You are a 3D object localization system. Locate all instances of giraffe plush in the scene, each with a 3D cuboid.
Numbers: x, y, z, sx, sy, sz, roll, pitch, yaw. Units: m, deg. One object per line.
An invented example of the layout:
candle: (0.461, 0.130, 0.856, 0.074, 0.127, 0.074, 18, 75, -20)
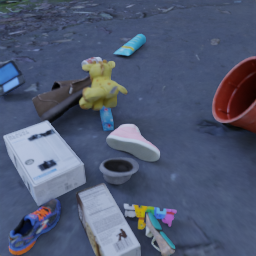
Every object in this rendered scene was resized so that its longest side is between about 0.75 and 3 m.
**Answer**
giraffe plush: (-0.860, -1.403, 8.589, 1.333, 1.545, 1.253, 1, 65, -40)

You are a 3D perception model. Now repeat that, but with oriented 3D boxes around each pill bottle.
pill bottle: (-1.574, -2.828, 12.323, 0.475, 0.475, 0.848, 29, 44, 33)

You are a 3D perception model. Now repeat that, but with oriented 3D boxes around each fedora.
fedora: (-0.236, 1.111, 7.007, 0.966, 0.436, 0.855, -6, 25, -27)

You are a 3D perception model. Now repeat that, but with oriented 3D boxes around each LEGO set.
LEGO set: (0.421, 1.912, 5.945, 1.149, 0.438, 0.472, 4, 75, 13)

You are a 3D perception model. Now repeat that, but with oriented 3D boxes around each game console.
game console: (-4.451, -1.811, 10.263, 1.064, 0.630, 0.909, -32, 47, -2)

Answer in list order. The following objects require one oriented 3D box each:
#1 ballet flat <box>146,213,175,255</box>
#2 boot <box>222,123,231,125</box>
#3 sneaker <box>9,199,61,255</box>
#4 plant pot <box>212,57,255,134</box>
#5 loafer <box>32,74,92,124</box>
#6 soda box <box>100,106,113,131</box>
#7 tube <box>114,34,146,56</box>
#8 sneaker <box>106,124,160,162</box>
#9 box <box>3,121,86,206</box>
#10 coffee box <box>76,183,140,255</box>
ballet flat: (0.549, 2.134, 5.592, 0.329, 0.333, 0.977, -48, 39, 7)
boot: (3.855, -0.918, 8.946, 1.852, 0.608, 1.527, -7, 79, 3)
sneaker: (-1.904, 1.966, 5.833, 0.512, 0.533, 1.359, 18, 40, 21)
plant pot: (3.723, -0.627, 7.728, 1.899, 1.953, 1.953, 26, 33, -17)
loafer: (-2.002, -1.268, 9.405, 1.026, 1.055, 2.890, 49, 44, -4)
soda box: (-0.703, -0.341, 9.091, 0.322, 0.340, 1.003, -6, 37, -9)
tube: (0.176, -4.084, 14.057, 0.820, 0.534, 2.117, 11, 41, 29)
sneaker: (0.272, 0.334, 7.943, 1.640, 0.617, 0.857, 17, 45, 27)
box: (-2.212, 0.800, 7.277, 1.307, 0.674, 2.241, -22, 42, -27)
coffee box: (-0.429, 2.002, 5.464, 0.648, 0.918, 1.624, -17, 39, -22)
